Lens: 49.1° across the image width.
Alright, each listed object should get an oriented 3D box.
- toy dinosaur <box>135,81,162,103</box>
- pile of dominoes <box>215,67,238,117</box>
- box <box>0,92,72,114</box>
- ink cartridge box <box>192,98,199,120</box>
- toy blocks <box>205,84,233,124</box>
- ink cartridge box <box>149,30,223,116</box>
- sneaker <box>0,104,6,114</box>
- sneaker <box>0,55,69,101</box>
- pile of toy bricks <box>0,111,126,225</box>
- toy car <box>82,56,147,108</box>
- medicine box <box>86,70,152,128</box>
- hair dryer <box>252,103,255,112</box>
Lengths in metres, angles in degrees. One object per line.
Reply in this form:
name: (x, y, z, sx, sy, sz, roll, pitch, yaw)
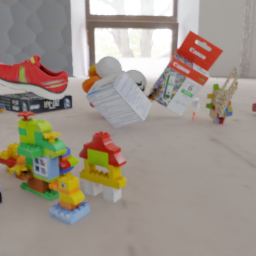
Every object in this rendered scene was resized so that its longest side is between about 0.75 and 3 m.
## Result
toy dinosaur: (0.432, -1.025, 9.837, 1.582, 1.074, 0.808, -45, 40, -12)
pile of dominoes: (3.023, -1.011, 8.344, 0.206, 1.295, 1.010, 27, -11, 36)
box: (-4.363, -1.217, 12.943, 2.857, 0.622, 2.288, 10, 16, 37)
ink cartridge box: (2.512, -0.692, 10.387, 0.184, 0.723, 0.821, 2, 15, 19)
toy blocks: (3.199, -0.698, 9.557, 0.696, 1.393, 0.953, -6, 28, -11)
ink cartridge box: (1.979, -1.839, 9.831, 1.440, 2.643, 0.666, 29, 35, -6)
sneaker: (-5.713, -0.846, 11.706, 1.270, 0.478, 0.560, 0, 13, -1)
sneaker: (-3.196, -1.813, 8.903, 2.695, 1.144, 1.038, 16, 24, -13)
pile of toy bricks: (-1.455, 0.402, 4.428, 2.688, 1.327, 1.491, 8, 16, 32)
toy car: (-0.602, -1.331, 10.779, 2.478, 1.858, 2.168, 27, -32, -6)
medicine box: (-0.269, -0.811, 8.367, 1.316, 1.445, 0.744, -12, 39, 44)
hair dryer: (5.593, -0.620, 10.181, 2.068, 0.738, 2.716, -5, 13, -15)
